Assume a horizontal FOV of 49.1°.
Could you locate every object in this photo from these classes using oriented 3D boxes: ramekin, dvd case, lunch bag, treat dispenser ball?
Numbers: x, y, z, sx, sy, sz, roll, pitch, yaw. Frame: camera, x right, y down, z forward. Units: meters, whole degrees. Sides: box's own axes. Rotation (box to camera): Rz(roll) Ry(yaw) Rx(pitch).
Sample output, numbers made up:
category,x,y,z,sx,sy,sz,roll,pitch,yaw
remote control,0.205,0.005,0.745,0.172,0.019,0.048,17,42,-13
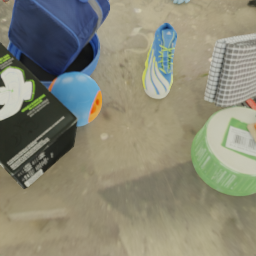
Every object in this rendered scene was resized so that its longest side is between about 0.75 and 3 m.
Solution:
category,x,y,z,sx,sy,sz,roll,pitch,yaw
ramekin,2.735,0.504,6.985,2.134,1.042,2.134,0,60,0
dvd case,3.886,-1.067,8.386,1.897,0.209,1.385,-22,62,-11
lunch bag,-1.870,-3.063,7.793,1.953,2.875,1.902,39,61,-17
treat dispenser ball,-1.420,-0.755,7.473,1.443,1.443,1.443,0,60,0

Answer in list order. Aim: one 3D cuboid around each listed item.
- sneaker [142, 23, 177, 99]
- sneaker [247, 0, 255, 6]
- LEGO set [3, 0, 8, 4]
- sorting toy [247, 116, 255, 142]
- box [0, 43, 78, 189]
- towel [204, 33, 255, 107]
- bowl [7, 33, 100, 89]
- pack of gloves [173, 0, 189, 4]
category,x,y,z,sx,sy,sz,roll,pitch,yaw
sneaker,0.949,-2.134,8.366,0.934,1.295,2.466,6,60,3
sneaker,5.857,-4.366,9.974,1.439,0.829,2.759,-36,61,-19
LEGO set,-5.245,-4.602,10.298,2.492,0.706,1.619,-13,62,-22
sorting toy,3.173,-0.034,6.628,0.627,0.125,0.848,-17,60,-2
box,-2.784,-0.273,6.489,2.795,2.076,1.737,45,66,5
towel,2.939,-1.476,7.171,1.933,1.601,0.827,-17,33,-31
bowl,-2.318,-2.402,8.951,2.876,0.565,2.876,0,60,0
pack of gloves,1.846,-5.706,11.056,1.844,0.433,2.195,30,71,10
